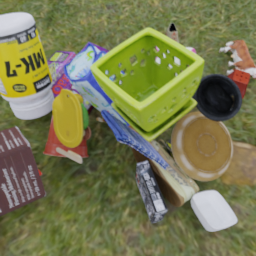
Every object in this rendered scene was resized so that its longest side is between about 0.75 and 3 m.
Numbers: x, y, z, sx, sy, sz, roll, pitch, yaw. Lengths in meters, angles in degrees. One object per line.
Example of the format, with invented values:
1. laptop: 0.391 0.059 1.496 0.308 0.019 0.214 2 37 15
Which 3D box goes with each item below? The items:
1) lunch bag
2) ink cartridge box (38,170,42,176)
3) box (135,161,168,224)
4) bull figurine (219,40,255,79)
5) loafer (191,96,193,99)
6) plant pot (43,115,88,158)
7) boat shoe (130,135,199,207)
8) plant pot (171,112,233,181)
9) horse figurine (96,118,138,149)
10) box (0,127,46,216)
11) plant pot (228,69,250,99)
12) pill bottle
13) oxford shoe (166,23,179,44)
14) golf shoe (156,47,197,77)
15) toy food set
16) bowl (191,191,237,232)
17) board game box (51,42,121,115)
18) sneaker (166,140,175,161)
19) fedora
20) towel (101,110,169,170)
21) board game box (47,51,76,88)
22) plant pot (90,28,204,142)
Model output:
1. lunch bag: -0.733 -1.212 8.178 1.456 1.942 2.284 -40 32 9
2. ink cartridge box: -3.505 1.247 8.479 1.132 0.350 1.395 -41 70 -19
3. box: 0.589 1.781 7.687 0.354 1.122 1.423 -16 60 -10
4. bull figurine: 4.137 -2.477 10.351 1.113 0.597 1.833 -7 62 -4
5. loafer: 1.674 -1.541 9.812 2.076 0.654 0.746 37 68 18
6. plant pot: -1.771 0.171 8.284 1.319 1.319 1.283 6 88 3
7. boat shoe: 0.957 1.058 8.292 0.828 0.968 2.641 -25 65 -24
8. plant pot: 2.180 0.485 7.951 2.021 0.278 2.021 4 76 -17
9. horse figurine: 0.224 -0.735 8.973 1.831 0.689 2.762 16 59 49
10. box: -3.456 1.186 7.246 1.956 1.623 1.606 -22 29 -26
11. plant pot: 3.870 -1.606 9.843 0.759 0.670 0.760 21 63 10
12. pill bottle: -3.208 -1.767 8.348 1.611 2.819 1.611 -6 37 4
13. oxford shoe: 1.723 -3.445 10.900 0.512 0.543 1.453 -6 62 -3
14. golf shoe: 0.863 -1.090 7.975 1.267 1.042 2.768 30 96 20
15. toy food set: -1.371 -0.113 7.174 1.057 1.797 0.587 12 19 35
16. bowl: 2.247 2.268 7.554 1.087 0.406 1.085 -3 46 -32
17. board game box: -1.451 -1.841 10.153 1.639 0.441 2.730 23 64 16
18. sneaker: 1.592 0.913 8.541 0.459 0.521 1.232 -25 61 -9
19. fedora: 2.155 -0.697 6.883 1.199 0.548 1.199 -2 80 9
20. towel: 0.142 0.291 6.757 0.213 1.790 1.296 -48 38 7
21. board game box: -2.717 -2.138 10.184 1.016 0.273 1.693 13 59 37
22. plant pot: 0.472 -0.871 6.273 1.765 1.602 1.757 -38 56 -13
